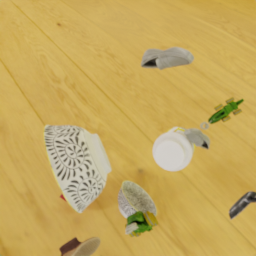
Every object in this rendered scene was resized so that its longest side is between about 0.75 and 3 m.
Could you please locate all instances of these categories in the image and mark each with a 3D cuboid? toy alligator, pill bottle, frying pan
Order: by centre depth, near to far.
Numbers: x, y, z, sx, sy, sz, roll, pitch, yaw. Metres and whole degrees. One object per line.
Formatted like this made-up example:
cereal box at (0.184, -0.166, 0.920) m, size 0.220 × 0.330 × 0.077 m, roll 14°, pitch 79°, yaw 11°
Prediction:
frying pan at (2.787, 1.873, 6.772) m, size 0.977 × 1.615 × 0.263 m, roll -46°, pitch 69°, yaw 4°
toy alligator at (0.284, 2.630, 7.910) m, size 0.820 × 2.473 × 0.594 m, roll -32°, pitch 65°, yaw 1°
pill bottle at (1.474, 0.658, 8.887) m, size 1.192 × 1.192 × 2.182 m, roll 18°, pitch 11°, yaw 15°
toy alligator at (3.232, -0.485, 9.813) m, size 1.901 × 0.457 × 0.630 m, roll -29°, pitch 85°, yaw -9°

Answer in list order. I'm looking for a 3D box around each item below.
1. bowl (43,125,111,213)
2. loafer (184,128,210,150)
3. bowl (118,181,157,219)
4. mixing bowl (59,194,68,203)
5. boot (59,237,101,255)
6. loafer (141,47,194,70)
bowl at (-1.352, 1.011, 8.632) m, size 1.345 × 2.865 × 2.865 m, roll -21°, pitch 51°, yaw -2°
loafer at (2.053, 0.331, 8.200) m, size 1.172 × 0.410 × 0.409 m, roll 22°, pitch 50°, yaw -39°
bowl at (0.176, 2.820, 10.208) m, size 0.790 × 1.684 × 1.684 m, roll -49°, pitch 54°, yaw 16°
mixing bowl at (-1.737, 2.399, 10.519) m, size 1.513 × 1.513 × 0.820 m, roll -38°, pitch 83°, yaw -28°
boot at (-1.008, 2.372, 5.674) m, size 0.879 × 0.318 × 0.731 m, roll -34°, pitch 16°, yaw -12°
loafer at (1.531, -2.727, 11.397) m, size 2.506 × 0.876 × 0.875 m, roll 14°, pitch 71°, yaw 49°
